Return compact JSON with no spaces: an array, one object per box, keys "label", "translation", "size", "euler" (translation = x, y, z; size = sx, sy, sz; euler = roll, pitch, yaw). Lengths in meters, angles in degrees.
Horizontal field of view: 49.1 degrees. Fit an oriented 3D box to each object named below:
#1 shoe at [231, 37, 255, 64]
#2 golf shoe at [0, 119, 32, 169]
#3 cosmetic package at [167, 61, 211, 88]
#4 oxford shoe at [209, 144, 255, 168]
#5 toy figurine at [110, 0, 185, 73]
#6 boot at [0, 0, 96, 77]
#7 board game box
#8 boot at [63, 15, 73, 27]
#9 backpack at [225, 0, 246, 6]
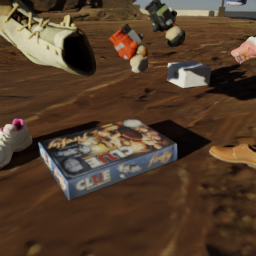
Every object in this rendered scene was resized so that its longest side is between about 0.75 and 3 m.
[{"label":"shoe","translation":[3.336,-2.063,7.716],"size":[0.565,0.720,1.582],"euler":[46,25,-8]},{"label":"golf shoe","translation":[-3.001,0.377,6.687],"size":[0.661,0.804,1.756],"euler":[7,28,13]},{"label":"cosmetic package","translation":[2.695,-2.407,12.505],"size":[1.361,0.837,1.357],"euler":[-11,27,-21]},{"label":"oxford shoe","translation":[2.638,0.568,6.654],"size":[1.359,0.484,0.485],"euler":[9,28,23]},{"label":"toy figurine","translation":[0.683,-3.023,9.184],"size":[2.190,1.523,2.156],"euler":[-36,17,19]},{"label":"boot","translation":[-1.766,-1.879,5.242],"size":[1.833,2.370,0.854],"euler":[25,78,36]},{"label":"board game box","translation":[-0.472,0.557,6.648],"size":[2.736,0.473,1.854],"euler":[-15,30,-29]},{"label":"boot","translation":[-2.232,-2.780,8.508],"size":[1.066,1.371,0.499],"euler":[2,-11,10]},{"label":"backpack","translation":[3.664,-4.499,9.546],"size":[0.808,0.654,0.849],"euler":[-19,26,-41]}]
